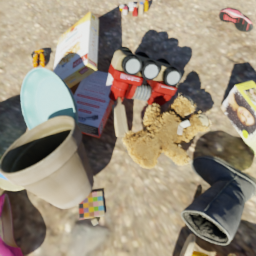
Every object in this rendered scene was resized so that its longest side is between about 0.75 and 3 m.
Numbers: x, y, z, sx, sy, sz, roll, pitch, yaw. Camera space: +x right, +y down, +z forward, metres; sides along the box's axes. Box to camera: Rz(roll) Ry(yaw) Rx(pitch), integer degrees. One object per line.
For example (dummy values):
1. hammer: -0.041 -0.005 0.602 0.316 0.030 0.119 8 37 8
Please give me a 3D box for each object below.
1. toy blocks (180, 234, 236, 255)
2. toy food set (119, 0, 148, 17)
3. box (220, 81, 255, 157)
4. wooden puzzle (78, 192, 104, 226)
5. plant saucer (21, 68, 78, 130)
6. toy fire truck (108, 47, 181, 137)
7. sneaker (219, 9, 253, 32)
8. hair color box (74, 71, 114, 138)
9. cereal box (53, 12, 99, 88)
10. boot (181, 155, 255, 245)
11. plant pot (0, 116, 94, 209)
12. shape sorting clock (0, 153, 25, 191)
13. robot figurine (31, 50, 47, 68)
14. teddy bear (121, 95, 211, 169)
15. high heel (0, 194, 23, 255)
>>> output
1. toy blocks: 2.123 3.779 5.502 2.762 1.003 2.302 23 60 14
2. toy food set: 0.220 -4.891 11.291 1.174 0.528 0.561 6 58 4
3. box: 3.789 0.131 7.728 0.727 1.092 2.901 -16 59 -19
4. wooden puzzle: -0.956 1.977 7.195 0.634 0.075 1.068 -7 57 -5
5. plant saucer: -2.105 -0.502 7.708 2.313 2.313 0.416 40 36 22
6. toy fire truck: 0.314 -0.951 8.262 1.974 2.243 1.443 11 27 -24
7. sneaker: 4.298 -4.283 10.903 1.461 0.538 0.634 40 65 23
8. hair color box: -1.072 -0.795 8.624 1.127 0.649 2.032 15 58 8
9. cereal box: -1.739 -2.469 9.217 1.745 0.479 2.426 -26 50 31
10. boot: 1.841 1.529 6.461 1.937 0.773 2.130 19 36 39
11. plant pot: -1.698 0.945 6.704 1.952 1.693 1.952 -21 31 14
12. shape sorting clock: -2.930 1.046 7.652 1.462 0.287 1.462 -3 48 4
13. robot figurine: -3.156 -2.460 9.926 0.570 0.229 0.787 -5 58 -3
14. teddy bear: 1.065 0.125 7.591 1.832 0.844 2.527 38 73 -1
15. high heel: -2.780 2.412 6.603 1.885 0.635 0.904 32 72 33
